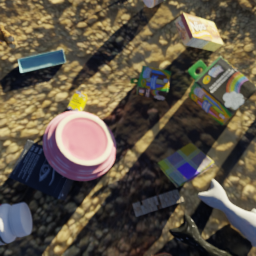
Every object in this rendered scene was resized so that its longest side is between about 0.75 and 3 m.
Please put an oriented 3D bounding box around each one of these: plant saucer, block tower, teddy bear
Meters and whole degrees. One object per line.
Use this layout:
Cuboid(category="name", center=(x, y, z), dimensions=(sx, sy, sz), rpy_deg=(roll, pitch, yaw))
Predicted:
Cuboid(category="plant saucer", center=(-3.541, -2.730, 11.545), dimensions=(1.888, 0.179, 0.660), rpy_deg=(-15, 74, -4))
Cuboid(category="plant saucer", center=(-1.570, 0.490, 9.695), dimensions=(2.616, 0.663, 2.616), rpy_deg=(13, 58, -21))
Cuboid(category="block tower", center=(1.019, 2.608, 9.775), dimensions=(1.717, 0.464, 0.496), rpy_deg=(-15, 75, -5))
Cuboid(category="teddy bear", center=(-5.152, -3.780, 11.327), dimensions=(1.510, 1.095, 0.504), rpy_deg=(21, 68, 17))

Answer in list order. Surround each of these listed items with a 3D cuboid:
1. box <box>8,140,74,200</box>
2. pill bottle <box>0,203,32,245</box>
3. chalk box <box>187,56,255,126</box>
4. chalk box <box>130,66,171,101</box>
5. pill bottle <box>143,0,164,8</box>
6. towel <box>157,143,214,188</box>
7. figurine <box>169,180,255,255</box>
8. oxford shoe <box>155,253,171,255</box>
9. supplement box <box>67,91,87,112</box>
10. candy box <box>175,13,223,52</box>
Cuboid(category="box", center=(-2.854, 1.502, 9.813), dimensions=(1.948, 1.016, 1.442), rpy_deg=(23, 74, 6))
Cuboid(category="pill bottle", center=(-4.419, 3.232, 9.172), dimensions=(2.206, 1.256, 1.256), rpy_deg=(-14, 74, -4))
Cuboid(category="chalk box", center=(3.283, -1.513, 10.506), dimensions=(1.459, 1.448, 2.337), rpy_deg=(-42, 77, -9))
Cuboid(category="chalk box", center=(0.825, -1.747, 10.847), dimensions=(1.475, 0.921, 0.914), rpy_deg=(14, 75, 3))
Cuboid(category="pill bottle", center=(1.292, -5.820, 12.169), dimensions=(1.242, 0.723, 0.723), rpy_deg=(-36, 76, -16))
Cuboid(category="towel", center=(2.045, 1.268, 9.974), dimensions=(1.706, 0.194, 1.225), rpy_deg=(-27, 54, -20))
Cuboid(category="figurine", center=(3.065, 3.355, 9.306), dimensions=(2.516, 1.110, 2.579), rpy_deg=(39, 76, 15))
Cuboid(category="oxford shoe", center=(0.322, 4.989, 8.753), dimensions=(2.844, 1.037, 1.014), rpy_deg=(-33, 76, -9))
Cuboid(category="supplement box", center=(-1.958, -0.943, 10.853), dimensions=(0.446, 0.449, 0.820), rpy_deg=(21, 74, 5))
Cuboid(category="candy box", center=(2.839, -3.766, 11.147), dimensions=(1.955, 0.541, 1.128), rpy_deg=(-3, 68, -38))
